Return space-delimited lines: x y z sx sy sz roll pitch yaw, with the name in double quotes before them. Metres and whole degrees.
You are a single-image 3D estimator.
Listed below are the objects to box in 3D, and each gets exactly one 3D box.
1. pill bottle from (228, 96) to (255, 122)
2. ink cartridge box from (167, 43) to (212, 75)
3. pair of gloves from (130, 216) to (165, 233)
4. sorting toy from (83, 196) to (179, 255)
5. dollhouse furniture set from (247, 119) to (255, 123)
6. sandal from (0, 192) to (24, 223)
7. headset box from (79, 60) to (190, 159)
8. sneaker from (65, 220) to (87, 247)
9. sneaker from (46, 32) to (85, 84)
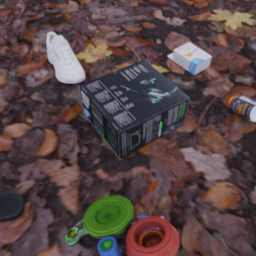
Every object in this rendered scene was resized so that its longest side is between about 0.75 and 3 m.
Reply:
"pill bottle" 4.021 -0.708 9.674 0.637 0.637 1.200 -19 30 -16
"ink cartridge box" 2.589 -3.066 12.010 0.957 0.564 1.662 -31 56 -24
"pair of gloves" 0.610 2.796 7.055 0.995 0.141 1.238 -4 58 -18
"sorting toy" -0.003 2.732 6.764 2.581 1.060 1.551 12 39 41
"dollhouse furniture set" 4.723 -0.208 9.796 1.592 0.777 1.358 3 46 36
"sandal" -4.235 2.303 7.480 2.742 0.656 1.031 2 48 -15
"headset box" 0.248 -0.798 9.545 2.922 1.356 2.544 -27 54 -22
"sneaker" -1.238 2.635 7.257 0.366 0.399 0.937 30 55 23
"sneaker" -2.655 -2.809 11.267 1.034 1.376 2.763 -27 56 -22
